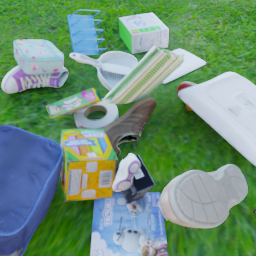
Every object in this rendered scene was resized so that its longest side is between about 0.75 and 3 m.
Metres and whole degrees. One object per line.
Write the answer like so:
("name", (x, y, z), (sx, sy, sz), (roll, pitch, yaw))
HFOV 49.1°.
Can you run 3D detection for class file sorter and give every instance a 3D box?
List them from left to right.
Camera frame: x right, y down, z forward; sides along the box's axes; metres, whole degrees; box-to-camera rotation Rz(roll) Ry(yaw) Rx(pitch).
("file sorter", (-1.498, -3.570, 10.523), (1.043, 1.503, 0.922), (-13, 8, -35))

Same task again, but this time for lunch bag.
("lunch bag", (-2.547, 1.456, 5.767), (1.745, 1.699, 2.568), (22, 45, 0))
("lunch bag", (-3.010, -2.459, 9.487), (1.430, 0.687, 1.783), (-13, 43, -30))

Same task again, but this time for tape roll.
("tape roll", (-0.980, -0.386, 8.626), (1.363, 0.249, 1.363), (-2, 46, 2))

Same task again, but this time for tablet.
("tablet", (1.723, -2.472, 10.917), (2.329, 0.159, 1.515), (-29, 51, -26))

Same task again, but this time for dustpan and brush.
("dustpan and brush", (-0.703, -1.895, 8.937), (2.377, 0.680, 1.659), (10, 67, -14))

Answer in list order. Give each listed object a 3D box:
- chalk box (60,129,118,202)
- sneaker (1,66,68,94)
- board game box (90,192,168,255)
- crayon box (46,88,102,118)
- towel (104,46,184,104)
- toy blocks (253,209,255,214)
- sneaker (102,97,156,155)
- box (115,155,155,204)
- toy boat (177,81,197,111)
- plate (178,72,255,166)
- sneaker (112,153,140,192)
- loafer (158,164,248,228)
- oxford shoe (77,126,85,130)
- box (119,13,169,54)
("chalk box", (-1.037, 0.711, 6.621), (1.090, 1.098, 1.759), (-1, 27, -20))
("sneaker", (-3.089, -1.693, 9.657), (1.285, 0.817, 2.254), (34, 53, 26))
("board game box", (0.007, 2.117, 6.018), (1.533, 0.334, 1.540), (-1, 43, -1))
("crayon box", (-1.493, -0.701, 8.014), (1.355, 0.395, 1.169), (-22, 2, 3))
("towel", (0.560, -1.401, 7.756), (0.306, 1.996, 2.617), (50, 24, 8))
("toy blocks", (3.382, 1.747, 6.060), (0.859, 0.802, 0.723), (-14, 41, -21))
("sneaker", (0.147, -0.028, 8.088), (2.235, 0.787, 0.844), (-37, 72, -25))
("box", (0.099, 1.125, 6.098), (0.477, 0.757, 0.770), (-18, 65, -27))
("toy boat", (2.084, -0.899, 8.873), (1.207, 0.788, 0.789), (21, 69, 9))
("plate", (3.306, -0.572, 7.965), (2.899, 0.469, 2.893), (-24, 61, -37))
("sneaker", (-0.052, 0.903, 5.634), (0.329, 0.878, 0.437), (21, 22, -28))
("loafer", (1.464, 1.388, 5.613), (2.919, 0.918, 1.049), (-2, 67, -48))
("oxford shoe", (-1.415, 0.499, 7.609), (0.514, 0.484, 1.373), (26, 51, 8))
("box", (0.644, -4.104, 12.082), (1.636, 0.896, 1.854), (-13, 45, -11))
